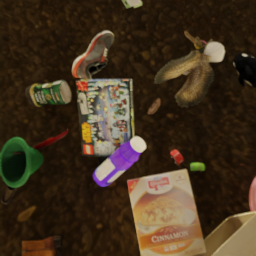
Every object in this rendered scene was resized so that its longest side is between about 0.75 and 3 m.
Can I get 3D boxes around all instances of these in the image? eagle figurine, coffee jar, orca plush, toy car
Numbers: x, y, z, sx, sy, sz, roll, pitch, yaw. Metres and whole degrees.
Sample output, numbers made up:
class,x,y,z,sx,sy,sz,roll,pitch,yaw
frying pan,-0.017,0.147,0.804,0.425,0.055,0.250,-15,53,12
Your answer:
class,x,y,z,sx,sy,sz,roll,pitch,yaw
eagle figurine,2.456,-2.261,11.008,1.875,1.865,2.471,27,71,22
coffee jar,-3.085,-1.291,10.762,1.656,0.864,0.707,-3,34,21
orca plush,4.694,-1.921,10.739,0.877,1.298,2.467,-3,69,-38
toy car,2.269,1.461,10.543,1.276,0.303,1.356,-1,72,0

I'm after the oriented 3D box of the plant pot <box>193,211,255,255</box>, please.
class,x,y,z,sx,sy,sz,roll,pitch,yaw
plant pot,3.282,4.407,8.197,2.779,2.775,2.460,-38,72,-12

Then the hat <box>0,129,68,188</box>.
class,x,y,z,sx,sy,sz,roll,pitch,yaw
hat,-3.479,1.217,10.694,2.148,1.891,1.779,-26,74,30

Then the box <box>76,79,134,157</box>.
class,x,y,z,sx,sy,sz,roll,pitch,yaw
box,-0.771,-0.314,9.844,1.879,0.547,2.744,2,106,16

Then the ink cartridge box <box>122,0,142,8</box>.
class,x,y,z,sx,sy,sz,roll,pitch,yaw
ink cartridge box,0.165,-5.820,12.977,0.797,0.191,0.580,-25,74,-8

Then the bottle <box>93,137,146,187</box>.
class,x,y,z,sx,sy,sz,roll,pitch,yaw
bottle,-0.287,1.115,9.307,0.716,2.193,0.916,49,34,6

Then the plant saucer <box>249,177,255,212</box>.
class,x,y,z,sx,sy,sz,roll,pitch,yaw
plant saucer,5.519,2.777,9.708,2.930,0.743,2.930,3,65,-6

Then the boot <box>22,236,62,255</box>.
class,x,y,z,sx,sy,sz,roll,pitch,yaw
boot,-2.938,4.436,9.489,1.404,0.481,1.321,-10,73,-2

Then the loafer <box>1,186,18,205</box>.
class,x,y,z,sx,sy,sz,roll,pitch,yaw
loafer,-4.328,2.304,10.235,0.376,0.368,1.030,21,73,7

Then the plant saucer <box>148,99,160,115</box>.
class,x,y,z,sx,sy,sz,roll,pitch,yaw
plant saucer,1.049,-0.818,11.100,0.130,0.752,0.752,35,74,-13

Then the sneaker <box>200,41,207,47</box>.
class,x,y,z,sx,sy,sz,roll,pitch,yaw
sneaker,3.310,-3.391,12.130,0.969,0.383,0.462,40,87,13

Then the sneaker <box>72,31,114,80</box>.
class,x,y,z,sx,sy,sz,roll,pitch,yaw
sneaker,-1.165,-2.858,11.465,1.052,0.990,2.568,27,69,20

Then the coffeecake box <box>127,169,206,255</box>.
class,x,y,z,sx,sy,sz,roll,pitch,yaw
coffeecake box,1.231,2.946,9.541,2.070,0.985,2.697,-11,77,-1

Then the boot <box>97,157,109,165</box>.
class,x,y,z,sx,sy,sz,roll,pitch,yaw
boot,-0.658,0.942,10.659,1.119,0.414,0.917,-12,70,4
